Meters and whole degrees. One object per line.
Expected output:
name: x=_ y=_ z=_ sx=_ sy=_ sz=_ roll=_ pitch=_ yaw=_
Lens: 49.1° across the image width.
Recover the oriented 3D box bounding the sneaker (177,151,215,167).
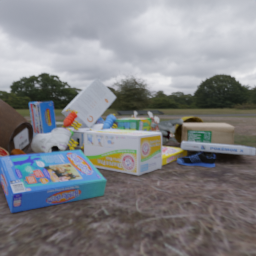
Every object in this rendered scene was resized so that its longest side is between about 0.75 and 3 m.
sneaker: x=2.172 y=0.963 z=8.977 sx=1.214 sy=0.473 sz=0.426 roll=2 pitch=6 yaw=21

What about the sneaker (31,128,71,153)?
sneaker: x=-2.879 y=0.657 z=10.016 sx=1.984 sy=0.988 sz=0.743 roll=-21 pitch=-39 yaw=37

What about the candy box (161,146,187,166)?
candy box: x=1.149 y=0.967 z=9.999 sx=1.172 sy=0.303 sz=2.292 roll=8 pitch=8 yaw=32

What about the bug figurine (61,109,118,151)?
bug figurine: x=-1.880 y=0.057 z=12.082 sx=2.822 sy=0.726 sz=2.188 roll=5 pitch=46 yaw=19

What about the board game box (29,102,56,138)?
board game box: x=-3.678 y=-0.096 z=12.123 sx=0.578 sy=2.069 sz=2.026 roll=-10 pitch=9 yaw=-29

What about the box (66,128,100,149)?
box: x=-2.227 y=0.452 z=13.394 sx=1.514 sy=0.780 sz=2.596 roll=-5 pitch=6 yaw=-44

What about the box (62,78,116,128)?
box: x=-2.080 y=-1.233 z=15.023 sx=2.454 sy=1.526 sz=1.196 roll=-52 pitch=18 yaw=-29

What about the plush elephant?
plush elephant: x=1.771 y=0.310 z=12.931 sx=1.458 sy=1.129 sz=1.201 roll=-2 pitch=24 yaw=29

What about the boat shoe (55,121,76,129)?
boat shoe: x=-4.225 y=0.119 z=15.744 sx=2.701 sy=1.008 sz=0.841 roll=-4 pitch=20 yaw=0

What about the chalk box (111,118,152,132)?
chalk box: x=0.101 y=0.244 z=12.737 sx=1.333 sy=1.339 sz=2.153 roll=2 pitch=6 yaw=26

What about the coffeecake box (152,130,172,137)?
coffeecake box: x=1.641 y=0.375 z=14.890 sx=1.013 sy=0.482 sz=1.319 roll=-10 pitch=-4 yaw=27

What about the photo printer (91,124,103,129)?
photo printer: x=-0.658 y=0.237 z=15.047 sx=2.277 sy=0.950 sz=2.737 roll=2 pitch=5 yaw=37

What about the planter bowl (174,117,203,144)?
planter bowl: x=2.871 y=-0.041 z=13.868 sx=1.608 sy=1.608 sz=0.670 roll=-2 pitch=35 yaw=-22

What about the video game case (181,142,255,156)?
video game case: x=3.157 y=0.720 z=10.308 sx=2.342 sy=0.283 sz=2.569 roll=4 pitch=-1 yaw=12

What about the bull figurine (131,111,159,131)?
bull figurine: x=0.592 y=-0.155 z=17.273 sx=2.816 sy=1.709 sz=0.917 roll=7 pitch=-31 yaw=16

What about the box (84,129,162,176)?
box: x=-0.187 y=0.667 z=8.618 sx=2.188 sy=1.109 sz=1.230 roll=3 pitch=6 yaw=37

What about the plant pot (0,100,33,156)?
plant pot: x=-5.086 y=0.002 z=10.240 sx=2.907 sy=2.717 sz=2.717 roll=18 pitch=9 yaw=13

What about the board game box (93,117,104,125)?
board game box: x=-1.880 y=-0.001 z=15.736 sx=1.295 sy=0.237 sz=0.979 roll=-37 pitch=-22 yaw=-2

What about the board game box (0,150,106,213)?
board game box: x=-1.612 y=1.018 z=5.882 sx=1.870 sy=0.421 sz=1.422 roll=-3 pitch=25 yaw=-33

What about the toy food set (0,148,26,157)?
toy food set: x=-2.555 y=0.961 z=6.668 sx=2.460 sy=0.387 sz=1.564 roll=14 pitch=21 yaw=4

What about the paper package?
paper package: x=3.515 y=0.358 z=12.679 sx=2.134 sy=1.104 sz=2.034 roll=1 pitch=4 yaw=6
